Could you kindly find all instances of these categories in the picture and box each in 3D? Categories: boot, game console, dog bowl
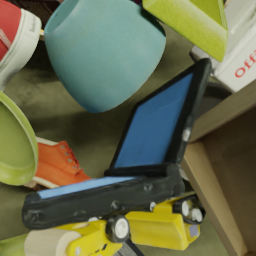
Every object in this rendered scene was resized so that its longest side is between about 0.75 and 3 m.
[{"bbox_3d":[-1.380,0.968,6.471,2.440,0.916,1.308,16,69,6],"label":"boot"},{"bbox_3d":[-3.014,-1.127,4.363,2.133,2.956,1.070,19,48,-37],"label":"boot"},{"bbox_3d":[-0.340,0.224,3.915,2.293,2.607,1.517,-9,83,-20],"label":"game console"},{"bbox_3d":[1.862,0.180,6.732,2.525,0.741,2.525,0,73,-1],"label":"dog bowl"}]

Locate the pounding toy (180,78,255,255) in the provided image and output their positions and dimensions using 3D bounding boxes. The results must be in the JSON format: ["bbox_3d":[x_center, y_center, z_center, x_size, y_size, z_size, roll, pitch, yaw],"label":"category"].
[{"bbox_3d":[2.085,0.679,3.464,1.757,2.275,2.472,-21,78,-29],"label":"pounding toy"}]

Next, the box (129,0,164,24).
[{"bbox_3d":[0.348,-3.028,5.690,1.761,1.076,0.934,21,90,-15],"label":"box"}]

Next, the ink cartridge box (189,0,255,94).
[{"bbox_3d":[2.721,-1.179,4.846,2.667,1.131,1.942,28,113,-27],"label":"ink cartridge box"}]

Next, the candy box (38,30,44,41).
[{"bbox_3d":[-1.683,-1.944,6.018,0.918,0.469,0.121,6,95,-36],"label":"candy box"}]

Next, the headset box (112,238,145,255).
[{"bbox_3d":[-0.908,2.632,3.471,1.057,1.983,2.278,46,36,7],"label":"headset box"}]

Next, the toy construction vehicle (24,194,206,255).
[{"bbox_3d":[-0.362,1.499,3.709,2.188,2.513,0.885,-12,81,36],"label":"toy construction vehicle"}]

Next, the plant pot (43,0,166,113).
[{"bbox_3d":[-0.449,-1.111,3.602,1.037,1.540,1.540,37,71,-35],"label":"plant pot"}]

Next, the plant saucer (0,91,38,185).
[{"bbox_3d":[-2.111,0.052,4.328,1.934,1.934,0.300,31,41,9],"label":"plant saucer"}]

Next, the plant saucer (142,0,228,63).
[{"bbox_3d":[0.841,-1.646,3.676,1.294,0.310,1.292,28,48,-22],"label":"plant saucer"}]

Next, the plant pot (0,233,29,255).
[{"bbox_3d":[-1.797,2.103,4.165,1.033,1.124,1.124,-18,73,-22],"label":"plant pot"}]

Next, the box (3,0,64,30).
[{"bbox_3d":[-1.829,-3.028,5.911,1.759,1.444,1.459,9,85,12],"label":"box"}]

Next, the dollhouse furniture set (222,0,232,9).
[{"bbox_3d":[1.972,-2.805,5.324,1.225,1.748,1.232,23,53,13],"label":"dollhouse furniture set"}]
